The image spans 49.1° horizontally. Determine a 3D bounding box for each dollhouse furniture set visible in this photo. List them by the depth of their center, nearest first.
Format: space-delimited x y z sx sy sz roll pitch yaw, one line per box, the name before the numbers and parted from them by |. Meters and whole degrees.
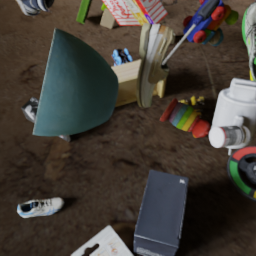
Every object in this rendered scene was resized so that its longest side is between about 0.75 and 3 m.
dollhouse furniture set | -1.375 -6.379 14.689 1.960 1.501 2.991 17 35 -12

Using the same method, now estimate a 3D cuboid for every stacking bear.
stacking bear | 2.120 -0.249 9.942 1.672 1.015 0.951 33 104 9

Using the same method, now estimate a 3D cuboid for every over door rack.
over door rack | 1.183 -5.172 10.729 0.820 2.463 1.820 4 15 -26

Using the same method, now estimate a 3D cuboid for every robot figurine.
robot figurine | 2.736 -0.265 7.081 1.062 1.881 1.595 15 31 19

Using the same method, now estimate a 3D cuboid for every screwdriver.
screwdriver | 1.778 -2.793 7.978 0.368 0.384 2.639 37 76 14

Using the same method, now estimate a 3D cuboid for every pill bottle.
pill bottle | 2.200 0.175 6.051 0.788 0.449 0.449 -4 51 -24

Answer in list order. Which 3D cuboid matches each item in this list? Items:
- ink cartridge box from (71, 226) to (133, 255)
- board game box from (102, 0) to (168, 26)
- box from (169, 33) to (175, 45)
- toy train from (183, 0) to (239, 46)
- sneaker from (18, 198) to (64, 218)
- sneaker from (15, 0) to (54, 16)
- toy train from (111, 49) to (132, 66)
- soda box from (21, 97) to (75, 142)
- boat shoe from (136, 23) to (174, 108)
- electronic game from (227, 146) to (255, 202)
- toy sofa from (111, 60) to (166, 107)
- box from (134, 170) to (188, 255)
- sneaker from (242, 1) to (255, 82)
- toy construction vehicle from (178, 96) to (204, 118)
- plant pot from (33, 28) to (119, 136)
ink cartridge box | -0.507 3.949 7.146 1.806 0.558 2.227 -33 50 -22
board game box | -0.098 -4.647 9.821 0.648 2.120 2.799 -46 32 -6
box | 1.653 -4.211 13.161 0.913 0.497 0.584 -21 56 -15
toy train | 3.290 -4.074 9.704 1.557 2.691 1.139 5 49 -35
sneaker | -2.578 2.333 8.284 1.330 0.482 0.478 -11 53 -10
sneaker | -2.695 -3.822 8.565 1.106 2.039 0.715 15 93 -3
toy train | -0.180 -2.552 11.636 0.721 0.950 1.663 -13 54 -21
soda box | -2.808 -0.325 10.101 2.058 0.728 0.652 26 60 18
boat shoe | 0.786 -1.749 8.473 0.901 2.634 0.984 9 36 9
electronic game | 4.199 1.458 8.965 2.029 0.422 2.029 0 54 0
toy sofa | -0.043 -1.656 10.836 2.783 1.152 1.358 -18 55 -13
box | 0.850 2.375 7.412 1.064 1.812 1.782 12 54 9
sneaker | 3.858 -2.306 7.899 0.993 2.545 1.084 -10 5 23
toy construction vehicle | 2.434 -0.836 10.689 1.055 0.372 0.918 -2 56 2
plant pot | -1.286 -0.969 7.288 1.807 2.684 2.684 12 51 -18
